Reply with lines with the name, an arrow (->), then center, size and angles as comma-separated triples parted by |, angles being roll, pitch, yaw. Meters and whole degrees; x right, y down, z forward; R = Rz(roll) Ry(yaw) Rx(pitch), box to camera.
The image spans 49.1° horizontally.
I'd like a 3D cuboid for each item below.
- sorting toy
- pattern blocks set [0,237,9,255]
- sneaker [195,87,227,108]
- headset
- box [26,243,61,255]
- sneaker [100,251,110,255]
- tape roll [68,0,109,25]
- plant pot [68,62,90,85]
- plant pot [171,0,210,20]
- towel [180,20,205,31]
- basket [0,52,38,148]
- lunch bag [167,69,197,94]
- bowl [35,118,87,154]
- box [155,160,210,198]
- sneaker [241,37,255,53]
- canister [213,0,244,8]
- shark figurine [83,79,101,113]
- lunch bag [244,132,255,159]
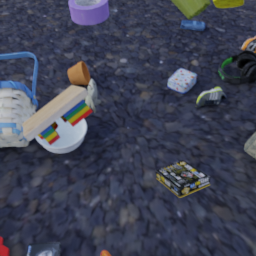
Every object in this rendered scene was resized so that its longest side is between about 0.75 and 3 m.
sorting toy -> -1.292, -0.212, 5.204 | 1.261, 0.439, 1.254 | -40, 22, -10
pattern blocks set -> -3.872, 2.392, 5.842 | 2.054, 0.189, 2.337 | -36, 66, -28
sneaker -> 2.723, -0.941, 9.150 | 1.241, 0.458, 0.502 | -26, 54, -22
headset -> 4.443, -2.120, 10.242 | 2.176, 1.022, 1.344 | -10, 49, 11
box -> -1.757, 2.784, 5.675 | 0.674, 0.183, 0.842 | -1, 46, -1
sneaker -> -0.146, 2.867, 5.528 | 0.423, 0.400, 1.097 | -22, 54, -42
tape roll -> -1.062, -3.255, 7.625 | 1.051, 0.447, 1.051 | -2, 47, 2
plant pot -> -1.745, -1.856, 9.857 | 0.574, 0.820, 0.820 | -15, 45, 10
plant pot -> 1.928, -4.217, 8.913 | 1.337, 1.337, 1.270 | -36, 94, -30
towel -> 3.001, -4.783, 13.014 | 1.101, 0.267, 0.614 | 8, 45, 8
basket -> -3.802, -0.826, 7.783 | 2.437, 1.923, 2.764 | -3, 76, -4
lunch bag -> 1.901, -1.679, 9.908 | 0.821, 0.387, 1.024 | 27, 52, 27
bowl -> -1.842, 0.228, 7.854 | 1.424, 0.640, 1.424 | 0, 45, 0
box -> 0.939, 0.872, 4.930 | 0.625, 0.193, 0.783 | -16, 21, -20
sneaker -> 5.376, -3.449, 11.550 | 1.551, 0.607, 0.599 | -32, 63, -20
canister -> 2.706, -4.259, 7.445 | 0.770, 1.779, 1.321 | 3, 12, 23
shark figurine -> -0.910, -0.564, 6.535 | 0.485, 1.162, 0.694 | -16, 78, -43
lunch bag -> 4.819, 0.241, 7.067 | 2.767, 1.928, 2.321 | -35, 70, -29
